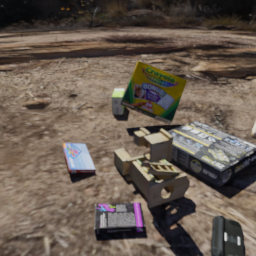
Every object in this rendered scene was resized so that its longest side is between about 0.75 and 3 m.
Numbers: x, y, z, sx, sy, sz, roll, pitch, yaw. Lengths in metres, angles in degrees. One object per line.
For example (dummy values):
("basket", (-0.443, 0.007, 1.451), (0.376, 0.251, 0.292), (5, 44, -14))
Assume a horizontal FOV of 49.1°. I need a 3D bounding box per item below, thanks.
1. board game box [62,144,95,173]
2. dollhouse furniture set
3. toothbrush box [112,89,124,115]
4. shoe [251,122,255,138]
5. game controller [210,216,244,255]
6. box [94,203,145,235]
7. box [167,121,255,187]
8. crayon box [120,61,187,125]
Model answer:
("board game box", (-1.803, 1.064, 10.080), (0.885, 0.167, 1.720), (5, 25, -24))
("dollhouse furniture set", (0.684, 0.691, 8.802), (1.406, 2.237, 2.529), (-11, 29, -23))
("toothbrush box", (-0.495, -1.368, 14.433), (0.562, 0.950, 1.304), (2, 27, 5))
("shoe", (5.905, -0.073, 12.342), (0.622, 0.475, 1.778), (17, 31, 30))
("game controller", (2.450, 2.761, 6.908), (0.757, 0.306, 1.452), (21, 31, 9))
("box", (-0.247, 2.426, 7.560), (1.306, 0.236, 0.934), (0, 26, -4))
("box", (2.886, 0.764, 10.368), (2.395, 0.730, 2.971), (-18, 31, -35))
("crayon box", (1.181, -1.620, 12.933), (2.474, 2.135, 0.721), (22, -13, -1))
